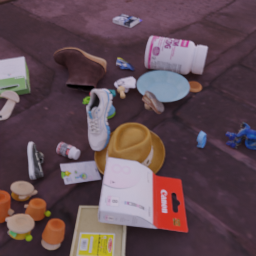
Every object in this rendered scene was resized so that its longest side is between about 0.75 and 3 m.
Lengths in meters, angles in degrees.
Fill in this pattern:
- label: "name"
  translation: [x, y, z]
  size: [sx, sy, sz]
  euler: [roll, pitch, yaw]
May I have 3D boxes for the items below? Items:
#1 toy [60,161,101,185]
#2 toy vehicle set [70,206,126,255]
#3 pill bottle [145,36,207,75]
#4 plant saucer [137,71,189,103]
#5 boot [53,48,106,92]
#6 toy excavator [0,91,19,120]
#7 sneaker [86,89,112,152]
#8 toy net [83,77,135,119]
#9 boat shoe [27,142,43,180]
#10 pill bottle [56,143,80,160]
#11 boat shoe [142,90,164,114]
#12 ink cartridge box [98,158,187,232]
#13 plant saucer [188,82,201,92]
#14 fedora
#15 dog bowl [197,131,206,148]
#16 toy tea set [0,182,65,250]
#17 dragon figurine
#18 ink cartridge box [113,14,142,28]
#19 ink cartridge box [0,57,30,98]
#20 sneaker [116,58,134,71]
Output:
- label: "toy"
  translation: [-1.652, 1.562, 9.545]
  size: [1.293, 0.305, 0.744]
  euler: [1, 52, -36]
- label: "toy vehicle set"
  translation: [-0.825, 3.319, 7.838]
  size: [1.464, 0.312, 2.356]
  euler: [2, 44, 2]
- label: "pill bottle"
  translation: [2.378, -3.571, 13.988]
  size: [2.849, 1.615, 1.615]
  euler: [12, 45, 11]
- label: "plant saucer"
  translation: [1.600, -1.816, 13.014]
  size: [2.425, 0.467, 2.425]
  euler: [0, 44, 0]
- label: "boot"
  translation: [-2.615, -2.834, 13.623]
  size: [2.921, 1.057, 2.430]
  euler: [11, 44, 7]
- label: "toy excavator"
  translation: [-5.202, -0.259, 10.353]
  size: [2.239, 2.177, 1.118]
  euler: [-4, 4, -28]
- label: "sneaker"
  translation: [-1.192, -0.299, 10.063]
  size: [0.866, 2.311, 1.002]
  euler: [2, -1, 24]
- label: "toy net"
  translation: [-0.715, -1.504, 12.694]
  size: [1.476, 0.543, 2.813]
  euler: [22, 47, 25]
- label: "boat shoe"
  translation: [-3.261, 1.140, 9.965]
  size: [0.491, 0.546, 1.543]
  euler: [-11, 53, -11]
- label: "pill bottle"
  translation: [-2.187, 0.860, 10.273]
  size: [0.776, 0.450, 0.450]
  euler: [18, 47, 18]
- label: "boat shoe"
  translation: [0.976, -0.948, 11.376]
  size: [0.574, 0.545, 1.517]
  euler: [23, 24, -28]
- label: "ink cartridge box"
  translation: [0.492, 1.985, 8.595]
  size: [2.594, 0.740, 2.108]
  euler: [5, 37, 0]
- label: "plant saucer"
  translation: [3.136, -1.998, 13.430]
  size: [0.777, 0.145, 0.777]
  euler: [0, 44, 0]
- label: "fedora"
  translation: [0.065, 0.649, 10.027]
  size: [2.703, 1.102, 2.703]
  euler: [0, 45, 0]
- label: "dog bowl"
  translation: [2.752, 0.459, 10.474]
  size: [0.187, 0.756, 0.422]
  euler: [23, 61, 29]
- label: "toy tea set"
  translation: [-3.097, 2.738, 8.245]
  size: [2.721, 1.007, 1.618]
  euler: [32, 23, 32]
- label: "dragon figurine"
  translation: [4.790, 0.407, 10.597]
  size: [2.208, 0.650, 1.098]
  euler: [10, 45, 11]
- label: "ink cartridge box"
  translation: [-0.025, -7.209, 18.671]
  size: [1.430, 0.313, 1.444]
  euler: [25, 49, 25]
- label: "ink cartridge box"
  translation: [-5.448, -2.184, 13.117]
  size: [1.456, 0.832, 2.805]
  euler: [-12, 46, -12]
- label: "sneaker"
  translation: [-0.155, -3.219, 14.554]
  size: [1.051, 0.432, 0.388]
  euler: [31, 21, 7]
